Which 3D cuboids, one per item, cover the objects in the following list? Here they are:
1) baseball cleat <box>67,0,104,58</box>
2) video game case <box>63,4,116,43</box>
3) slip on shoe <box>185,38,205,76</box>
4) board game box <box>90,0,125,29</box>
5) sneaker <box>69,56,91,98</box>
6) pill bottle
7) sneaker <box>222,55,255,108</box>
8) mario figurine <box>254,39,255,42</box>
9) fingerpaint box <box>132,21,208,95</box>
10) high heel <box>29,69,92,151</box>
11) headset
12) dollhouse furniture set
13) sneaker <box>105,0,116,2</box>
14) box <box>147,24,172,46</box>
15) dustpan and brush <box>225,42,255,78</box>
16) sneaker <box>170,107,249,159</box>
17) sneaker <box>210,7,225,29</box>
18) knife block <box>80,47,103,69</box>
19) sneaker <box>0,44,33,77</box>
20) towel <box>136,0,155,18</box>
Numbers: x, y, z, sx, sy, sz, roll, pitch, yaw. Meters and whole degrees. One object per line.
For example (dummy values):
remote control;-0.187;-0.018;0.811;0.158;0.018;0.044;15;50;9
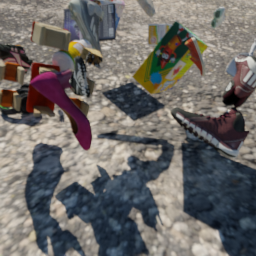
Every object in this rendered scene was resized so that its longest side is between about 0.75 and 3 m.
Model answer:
baseball cleat;-1.242;-3.630;10.201;1.242;2.334;0.814;-30;14;-23
video game case;-1.578;-4.221;11.399;2.152;0.204;1.538;-3;79;9
slip on shoe;1.627;-1.675;6.731;0.290;0.948;0.351;-22;15;14
board game box;-1.297;-5.364;13.519;1.831;1.840;0.399;-3;56;-25
sneaker;-1.247;-1.221;6.855;0.484;1.070;0.356;2;34;12
pill bottle;-1.806;-2.417;9.364;0.798;0.798;1.437;16;42;19
sneaker;3.223;-1.324;8.186;0.932;1.423;2.464;36;18;7
mario figurine;4.835;-3.082;9.965;0.773;0.477;0.410;-9;79;-38
fingerpaint box;1.478;-2.266;9.382;0.928;2.111;2.530;44;24;9
high heel;-1.857;-0.347;7.952;1.208;2.513;0.847;-24;16;-29
headset;-4.444;-1.432;12.175;2.535;1.191;1.565;-17;41;-3
dollhouse furniture set;-2.577;-1.762;8.778;2.795;2.765;1.440;4;20;-30
sneaker;-0.851;-5.170;10.848;0.585;0.440;1.251;40;30;10
box;1.467;-3.808;11.510;0.758;0.841;1.495;11;19;30
dustpan and brush;4.448;-2.528;10.478;1.159;0.475;1.661;31;67;-7
sneaker;2.337;-0.220;7.775;2.166;0.820;1.251;36;90;7
sneaker;3.090;-3.752;9.410;0.432;0.869;0.338;-26;75;-12
knife block;-1.010;-2.176;8.950;0.968;0.353;1.103;36;21;20
sneaker;-4.222;-2.607;9.853;0.966;2.405;1.038;35;85;11
towel;0.455;-5.464;11.561;0.413;1.589;2.397;-38;25;23
